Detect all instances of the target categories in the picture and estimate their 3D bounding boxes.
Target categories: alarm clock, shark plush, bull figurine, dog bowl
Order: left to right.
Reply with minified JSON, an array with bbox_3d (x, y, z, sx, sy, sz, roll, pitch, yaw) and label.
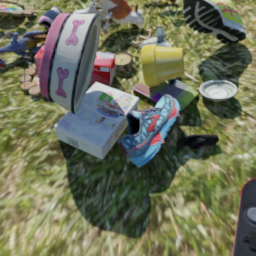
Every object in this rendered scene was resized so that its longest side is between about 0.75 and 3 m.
[{"bbox_3d":[-1.234,-1.434,6.040,0.799,2.168,2.168,15,50,-3],"label":"dog bowl"},{"bbox_3d":[-0.598,-4.174,9.477,2.476,0.806,1.503,45,59,-16],"label":"bull figurine"},{"bbox_3d":[-0.159,-1.936,8.451,0.645,0.318,0.956,-18,50,-10],"label":"alarm clock"},{"bbox_3d":[1.003,-1.997,8.482,0.887,0.968,2.130,-25,63,10],"label":"shark plush"}]

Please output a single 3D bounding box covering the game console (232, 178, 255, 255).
[{"bbox_3d":[3.245,2.224,4.806,2.760,0.428,2.441,15,51,13],"label":"game console"}]

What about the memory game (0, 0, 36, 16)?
[{"bbox_3d":[-4.463,-4.521,10.400,1.993,0.127,1.993,11,33,-8],"label":"memory game"}]

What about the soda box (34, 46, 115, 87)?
[{"bbox_3d":[-1.469,-1.755,7.925,2.144,0.680,0.750,8,45,4],"label":"soda box"}]

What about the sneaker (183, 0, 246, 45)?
[{"bbox_3d":[2.645,-3.584,8.684,2.651,1.036,1.197,16,72,-37],"label":"sneaker"}]

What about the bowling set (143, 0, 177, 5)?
[{"bbox_3d":[1.433,-5.172,10.903,0.859,1.113,1.600,-57,23,-13],"label":"bowling set"}]

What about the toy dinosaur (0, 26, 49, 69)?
[{"bbox_3d":[-3.305,-2.480,8.902,1.833,1.061,2.020,-18,17,-3],"label":"toy dinosaur"}]

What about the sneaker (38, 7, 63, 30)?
[{"bbox_3d":[-1.916,-2.725,8.617,0.813,0.696,1.983,-42,89,-18],"label":"sneaker"}]

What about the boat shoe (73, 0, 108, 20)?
[{"bbox_3d":[-1.242,-4.365,10.291,1.652,0.704,0.610,1,47,2],"label":"boat shoe"}]

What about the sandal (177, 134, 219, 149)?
[{"bbox_3d":[1.639,0.332,6.470,0.978,0.368,0.234,-4,47,-5],"label":"sandal"}]

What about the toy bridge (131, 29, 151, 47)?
[{"bbox_3d":[0.520,-3.029,9.527,0.350,0.142,1.042,26,54,21],"label":"toy bridge"}]

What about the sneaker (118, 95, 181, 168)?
[{"bbox_3d":[0.474,-0.168,6.345,0.993,0.824,2.078,40,53,-13],"label":"sneaker"}]

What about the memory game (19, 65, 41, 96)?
[{"bbox_3d":[-2.318,-1.458,8.158,1.665,0.106,1.665,1,48,-1],"label":"memory game"}]

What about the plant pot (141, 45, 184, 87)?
[{"bbox_3d":[0.942,-1.680,7.365,1.017,1.081,1.081,-5,48,15],"label":"plant pot"}]

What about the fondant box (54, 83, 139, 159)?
[{"bbox_3d":[-0.713,-0.241,6.867,1.295,0.523,1.795,22,54,18],"label":"fondant box"}]

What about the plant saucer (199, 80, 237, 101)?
[{"bbox_3d":[2.432,-0.958,7.598,0.970,0.243,0.970,-7,37,5],"label":"plant saucer"}]

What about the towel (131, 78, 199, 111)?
[{"bbox_3d":[1.024,-1.033,7.783,1.597,0.182,1.147,32,56,24],"label":"towel"}]
